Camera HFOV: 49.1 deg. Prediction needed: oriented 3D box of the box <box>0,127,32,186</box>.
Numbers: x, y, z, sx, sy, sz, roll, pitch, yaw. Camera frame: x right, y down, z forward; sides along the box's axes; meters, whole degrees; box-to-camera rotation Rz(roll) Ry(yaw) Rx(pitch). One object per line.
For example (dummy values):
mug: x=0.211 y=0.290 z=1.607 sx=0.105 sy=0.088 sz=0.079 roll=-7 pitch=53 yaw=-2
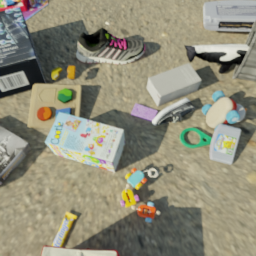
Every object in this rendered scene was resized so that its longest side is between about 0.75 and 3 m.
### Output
box: x=-4.209 y=0.698 z=8.558 sx=1.924 sy=0.465 sz=1.523 roll=28 pitch=63 yaw=15

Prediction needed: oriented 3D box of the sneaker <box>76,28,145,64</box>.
sneaker: x=-0.668 y=-3.093 z=10.425 sx=2.651 sy=1.160 sz=0.978 roll=-2 pitch=59 yaw=-1

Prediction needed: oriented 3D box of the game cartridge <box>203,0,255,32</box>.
game cartridge: x=4.577 y=-4.588 z=11.377 sx=2.964 sy=0.606 sz=1.973 roll=5 pitch=49 yaw=10

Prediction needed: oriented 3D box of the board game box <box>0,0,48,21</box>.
board game box: x=-5.095 y=-5.584 z=12.267 sx=2.333 sy=0.575 sz=2.952 roll=32 pitch=64 yaw=17

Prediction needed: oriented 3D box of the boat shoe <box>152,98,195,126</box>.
boat shoe: x=1.520 y=-0.418 z=9.216 sx=1.560 sy=0.559 sz=0.529 roll=-28 pitch=66 yaw=-21

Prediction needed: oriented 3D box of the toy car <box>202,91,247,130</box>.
toy car: x=3.296 y=-0.411 z=9.093 sx=1.259 sy=1.113 sz=1.160 roll=8 pitch=42 yaw=-28

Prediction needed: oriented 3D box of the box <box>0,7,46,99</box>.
box: x=-4.372 y=-2.667 z=9.982 sx=2.059 sy=1.485 sz=2.775 roll=-19 pitch=61 yaw=-11

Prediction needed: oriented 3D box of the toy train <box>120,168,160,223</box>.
toy train: x=0.370 y=1.879 z=7.910 sx=1.115 sy=0.413 sz=1.485 roll=6 pitch=63 yaw=3

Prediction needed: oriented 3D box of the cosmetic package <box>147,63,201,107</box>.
cosmetic package: x=1.571 y=-1.501 z=9.727 sx=1.661 sy=0.749 sz=0.887 roll=-22 pitch=66 yaw=-10

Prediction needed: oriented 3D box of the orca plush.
orca plush: x=3.405 y=-2.372 z=9.964 sx=2.896 sy=1.030 sz=1.524 roll=-9 pitch=27 yaw=-21

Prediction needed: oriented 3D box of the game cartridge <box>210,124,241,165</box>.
game cartridge: x=2.899 y=0.488 z=8.474 sx=0.755 sy=0.229 sz=1.133 roll=14 pitch=92 yaw=-2

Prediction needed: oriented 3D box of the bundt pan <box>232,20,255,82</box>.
bundt pan: x=4.523 y=-2.789 z=9.232 sx=1.072 sy=2.855 sz=2.855 roll=22 pitch=61 yaw=11

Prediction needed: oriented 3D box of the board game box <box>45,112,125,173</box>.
board game box: x=-1.213 y=0.444 z=8.338 sx=2.012 sy=1.037 sz=1.055 roll=16 pitch=66 yaw=9

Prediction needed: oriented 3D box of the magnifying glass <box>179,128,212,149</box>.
magnifying glass: x=2.504 y=0.410 z=8.912 sx=1.721 sy=0.193 sz=0.685 roll=9 pitch=63 yaw=7

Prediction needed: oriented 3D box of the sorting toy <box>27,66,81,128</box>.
sorting toy: x=-2.452 y=-1.104 z=9.483 sx=1.722 sy=0.309 sz=2.311 roll=0 pitch=71 yaw=1

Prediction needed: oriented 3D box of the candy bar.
candy bar: x=-1.784 y=2.909 z=7.428 sx=0.331 sy=0.147 sz=1.326 roll=17 pitch=60 yaw=10

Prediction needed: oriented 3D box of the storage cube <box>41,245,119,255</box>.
storage cube: x=-1.050 y=3.583 z=6.113 sx=1.631 sy=1.715 sz=1.908 roll=4 pitch=60 yaw=2

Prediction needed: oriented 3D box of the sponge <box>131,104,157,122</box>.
sponge: x=0.547 y=-0.507 z=9.483 sx=0.808 sy=0.121 sz=0.451 roll=19 pitch=60 yaw=10
